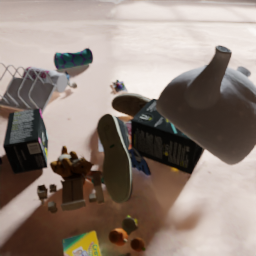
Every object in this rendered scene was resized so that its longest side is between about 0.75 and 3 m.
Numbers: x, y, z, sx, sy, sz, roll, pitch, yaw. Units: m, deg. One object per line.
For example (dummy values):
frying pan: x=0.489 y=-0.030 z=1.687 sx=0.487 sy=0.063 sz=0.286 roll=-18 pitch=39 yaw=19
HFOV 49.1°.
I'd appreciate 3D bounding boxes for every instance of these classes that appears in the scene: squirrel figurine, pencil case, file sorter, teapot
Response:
squirrel figurine: x=-1.560 y=1.241 z=8.375 sx=1.128 sy=1.208 sz=0.855 roll=5 pitch=32 yaw=21
pencil case: x=-3.074 y=-3.904 z=15.697 sx=2.142 sy=0.990 sz=0.911 roll=-14 pitch=1 yaw=-21
file sorter: x=-4.585 y=-1.749 z=12.001 sx=2.234 sy=1.391 sz=1.550 roll=12 pitch=65 yaw=15
teapot: x=2.288 y=-0.588 z=7.081 sx=2.869 sy=2.123 sz=2.906 roll=35 pitch=9 yaw=-14

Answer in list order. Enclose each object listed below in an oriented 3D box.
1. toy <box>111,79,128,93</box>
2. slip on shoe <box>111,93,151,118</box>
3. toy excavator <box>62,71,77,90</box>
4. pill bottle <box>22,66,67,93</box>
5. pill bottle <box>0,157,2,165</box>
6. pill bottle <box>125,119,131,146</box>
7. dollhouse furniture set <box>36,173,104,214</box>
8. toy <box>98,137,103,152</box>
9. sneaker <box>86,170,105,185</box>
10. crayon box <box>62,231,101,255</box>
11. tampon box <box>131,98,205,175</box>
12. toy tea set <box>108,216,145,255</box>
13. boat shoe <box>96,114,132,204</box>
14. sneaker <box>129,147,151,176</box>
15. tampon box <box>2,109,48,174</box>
toy: x=-0.422 y=-2.118 z=13.869 sx=0.631 sy=0.259 sz=1.095 roll=-8 pitch=36 yaw=-13
slip on shoe: x=0.607 y=-0.631 z=11.289 sx=2.875 sy=1.093 sz=0.871 roll=15 pitch=47 yaw=10
toy excavator: x=-3.023 y=-2.272 z=13.896 sx=0.537 sy=1.075 sz=1.045 roll=-35 pitch=5 yaw=-38
pill bottle: x=-3.969 y=-2.272 z=13.380 sx=1.904 sy=1.079 sz=1.079 roll=13 pitch=38 yaw=16
pill bottle: x=-4.966 y=1.209 z=8.740 sx=1.772 sy=0.991 sz=0.991 roll=-28 pitch=45 yaw=-33
pill bottle: x=-0.006 y=0.190 z=10.410 sx=0.652 sy=0.652 sz=1.142 roll=15 pitch=40 yaw=19
dollhouse furniture set: x=-1.590 y=2.006 z=7.903 sx=1.783 sy=0.789 sz=0.924 roll=-10 pitch=39 yaw=-6
toy: x=-0.788 y=0.597 z=10.199 sx=0.572 sy=0.235 sz=0.993 roll=-1 pitch=39 yaw=-6
sneaker: x=-1.146 y=1.554 z=8.810 sx=1.125 sy=0.450 sz=0.402 roll=6 pitch=44 yaw=43
crayon box: x=-1.018 y=3.200 z=6.517 sx=0.833 sy=0.409 sz=1.403 roll=-11 pitch=38 yaw=-14
tampon box: x=1.464 y=0.220 z=9.680 sx=2.300 sy=1.452 sz=1.724 roll=19 pitch=41 yaw=24
toy tea set: x=0.097 y=2.953 z=6.827 sx=0.863 sy=0.537 sz=1.451 roll=-32 pitch=58 yaw=11
boat shoe: x=-0.249 y=0.913 z=8.643 sx=0.995 sy=0.936 sz=2.770 roll=-22 pitch=65 yaw=25
sneaker: x=0.291 y=1.180 z=9.253 sx=0.528 sy=0.475 sz=1.284 roll=-28 pitch=46 yaw=-17
tampon box: x=-3.381 y=0.417 z=9.467 sx=1.105 sy=1.312 sz=1.751 roll=-9 pitch=40 yaw=-8
